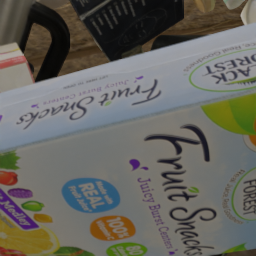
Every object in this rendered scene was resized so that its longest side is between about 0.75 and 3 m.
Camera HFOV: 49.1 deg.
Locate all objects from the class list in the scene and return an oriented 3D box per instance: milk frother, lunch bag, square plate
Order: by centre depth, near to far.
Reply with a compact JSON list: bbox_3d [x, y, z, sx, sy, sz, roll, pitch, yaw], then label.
[{"bbox_3d":[-2.805,-1.981,5.959,2.494,2.599,2.763,8,31,-42],"label":"milk frother"},{"bbox_3d":[0.288,-1.206,6.217,0.566,0.789,0.962,-24,47,17],"label":"lunch bag"},{"bbox_3d":[3.756,-2.635,6.560,0.420,2.952,2.924,-14,69,-9],"label":"square plate"}]

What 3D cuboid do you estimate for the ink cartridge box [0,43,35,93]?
[{"bbox_3d":[-1.733,-0.753,4.244,0.491,0.847,1.455,-21,36,-18],"label":"ink cartridge box"}]

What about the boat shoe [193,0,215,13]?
[{"bbox_3d":[1.633,-3.985,7.656,0.774,2.383,0.860,-45,48,6],"label":"boat shoe"}]

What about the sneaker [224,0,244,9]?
[{"bbox_3d":[2.980,-4.363,7.427,0.752,2.044,1.205,-20,71,-24],"label":"sneaker"}]

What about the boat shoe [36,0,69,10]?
[{"bbox_3d":[-1.661,-4.044,7.171,2.466,1.144,0.921,-25,2,11],"label":"boat shoe"}]

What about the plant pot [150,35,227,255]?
[{"bbox_3d":[1.417,-0.145,4.027,2.429,2.435,2.160,-17,44,-42],"label":"plant pot"}]

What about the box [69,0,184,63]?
[{"bbox_3d":[-0.032,-2.747,5.908,2.061,2.096,1.299,-30,75,6],"label":"box"}]

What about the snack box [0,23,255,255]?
[{"bbox_3d":[-0.003,0.394,1.997,2.344,1.667,0.621,-13,44,8],"label":"snack box"}]
